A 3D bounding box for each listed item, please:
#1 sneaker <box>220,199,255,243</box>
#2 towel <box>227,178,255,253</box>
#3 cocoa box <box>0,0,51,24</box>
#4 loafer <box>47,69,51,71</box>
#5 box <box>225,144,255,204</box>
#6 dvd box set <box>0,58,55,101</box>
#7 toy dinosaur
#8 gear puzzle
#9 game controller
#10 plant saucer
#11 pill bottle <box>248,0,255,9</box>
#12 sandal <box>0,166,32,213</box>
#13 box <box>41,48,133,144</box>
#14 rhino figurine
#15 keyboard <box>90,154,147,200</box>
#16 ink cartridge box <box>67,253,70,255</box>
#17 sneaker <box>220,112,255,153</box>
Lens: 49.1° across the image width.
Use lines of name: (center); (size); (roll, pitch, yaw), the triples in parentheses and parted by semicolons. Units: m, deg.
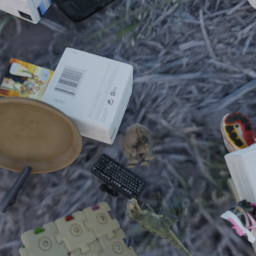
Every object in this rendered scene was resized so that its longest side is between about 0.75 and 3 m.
sneaker: (2.115, 1.606, 4.919); (0.568, 1.315, 0.528); (-49, 53, 4)
towel: (3.689, 1.797, 6.029); (2.434, 0.420, 2.344); (-22, 84, 3)
cocoa box: (-3.197, -3.941, 8.323); (1.382, 0.921, 0.907); (24, 71, 9)
loafer: (-2.322, -1.519, 7.763); (0.777, 0.271, 0.292); (24, 96, -9)
box: (2.957, 1.001, 5.550); (1.455, 0.956, 1.462); (-18, 85, -1)
dvd box set: (-2.537, -1.140, 7.407); (1.414, 0.208, 1.034); (17, 80, -9)
toy dinosaur: (0.764, 2.009, 6.169); (2.107, 0.500, 0.929); (40, 53, -16)
gear puzzle: (-1.229, 2.526, 5.340); (2.985, 0.391, 1.546); (-8, 56, -46)
game controller: (-1.072, -4.337, 8.783); (2.488, 0.524, 1.298); (-39, 89, -13)
plant saucer: (-2.215, 0.192, 6.122); (2.413, 2.413, 0.355); (-3, 47, -1)
pill bottle: (4.484, -4.415, 8.508); (0.906, 0.906, 1.633); (43, 75, 14)
sandal: (-2.584, 1.475, 6.531); (0.260, 0.462, 1.214); (35, 85, -25)
box: (-0.963, -0.774, 7.009); (1.779, 1.163, 1.770); (17, 71, 6)
rhino figurine: (0.156, 0.451, 6.160); (0.550, 1.841, 0.805); (-7, 75, -8)
keyboard: (-0.289, 1.269, 6.779); (1.335, 0.171, 0.802); (32, 72, 12)
ink cartridge box: (-1.219, 3.260, 6.035); (0.830, 0.197, 0.840); (22, 69, 7)
sneaker: (2.857, 0.543, 6.757); (0.773, 0.816, 1.987); (-22, 88, 3)
